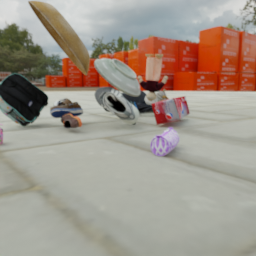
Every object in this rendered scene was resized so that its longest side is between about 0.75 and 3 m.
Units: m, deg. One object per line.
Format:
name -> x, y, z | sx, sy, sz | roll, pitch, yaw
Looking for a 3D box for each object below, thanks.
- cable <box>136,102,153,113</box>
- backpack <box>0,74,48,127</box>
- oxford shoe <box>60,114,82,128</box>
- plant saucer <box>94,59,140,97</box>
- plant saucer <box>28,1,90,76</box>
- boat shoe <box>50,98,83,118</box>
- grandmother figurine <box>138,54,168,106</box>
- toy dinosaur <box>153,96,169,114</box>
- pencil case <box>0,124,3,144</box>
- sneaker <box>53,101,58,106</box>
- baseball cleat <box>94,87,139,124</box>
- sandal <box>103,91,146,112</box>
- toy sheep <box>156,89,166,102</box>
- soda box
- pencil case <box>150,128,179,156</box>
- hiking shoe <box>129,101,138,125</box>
cable -> 1.001, -0.787, 12.063 | 1.750, 0.545, 2.144 | 15, 11, 40
backpack -> -3.404, -0.890, 8.677 | 1.095, 1.428, 1.256 | -13, 41, 43
oxford shoe -> -1.698, -0.180, 7.851 | 0.364, 0.357, 1.003 | -21, 17, -36
plant saucer -> -0.252, -1.864, 9.618 | 1.916, 0.481, 1.916 | 32, 23, -16
plant saucer -> -1.847, -2.647, 8.105 | 0.446, 2.517, 2.517 | -40, 16, -5
boat shoe -> -2.005, -0.630, 8.864 | 0.526, 0.527, 1.455 | -24, -8, 21
grandmother figurine -> 0.975, -1.955, 11.589 | 1.278, 2.107, 0.638 | 10, 15, 33
toy dinosaur -> 1.527, -0.925, 10.846 | 1.253, 0.666, 0.379 | -20, 43, 14
pencil case -> -3.258, 0.170, 5.975 | 1.115, 0.487, 0.487 | -6, 11, -27
sneaker -> -3.134, -1.067, 13.675 | 0.566, 0.497, 1.413 | 6, 10, 19
baseball cleat -> -0.519, -0.895, 8.521 | 2.140, 0.746, 1.139 | 34, -2, 40
sandal -> -0.093, -1.223, 12.710 | 2.609, 0.992, 0.559 | -4, 5, -38
toy sheep -> 1.456, -1.330, 12.463 | 0.611, 0.886, 0.611 | 22, 29, -13
soda box -> 1.490, -0.628, 9.478 | 0.781, 0.707, 2.230 | -13, 2, 21
pencil case -> 0.752, 0.266, 5.582 | 0.410, 0.418, 0.978 | 7, 12, 19
hiking shoe -> 0.197, -0.482, 8.959 | 0.333, 0.768, 0.286 | -5, -4, -38
